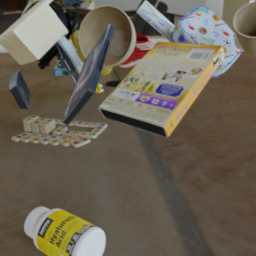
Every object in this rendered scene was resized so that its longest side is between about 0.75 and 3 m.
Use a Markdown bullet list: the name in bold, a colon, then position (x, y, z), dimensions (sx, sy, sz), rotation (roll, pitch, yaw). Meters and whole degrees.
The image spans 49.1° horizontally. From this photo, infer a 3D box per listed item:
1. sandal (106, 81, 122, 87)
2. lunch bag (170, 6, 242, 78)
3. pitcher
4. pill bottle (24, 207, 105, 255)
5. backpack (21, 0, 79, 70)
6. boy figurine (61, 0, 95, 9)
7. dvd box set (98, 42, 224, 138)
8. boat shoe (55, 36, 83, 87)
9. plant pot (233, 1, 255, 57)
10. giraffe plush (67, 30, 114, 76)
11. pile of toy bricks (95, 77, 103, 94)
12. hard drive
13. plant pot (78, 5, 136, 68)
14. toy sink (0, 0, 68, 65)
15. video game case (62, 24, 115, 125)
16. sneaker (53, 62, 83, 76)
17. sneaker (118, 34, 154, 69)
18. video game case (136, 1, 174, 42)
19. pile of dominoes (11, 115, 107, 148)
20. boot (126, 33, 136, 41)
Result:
- **sandal**: position (-0.100, -2.684, 16.408), dimensions (2.641, 0.595, 0.992), rotation (8, 22, 21)
- **lunch bag**: position (2.700, -3.019, 9.802), dimensions (2.444, 0.923, 1.958), rotation (44, 62, 5)
- **pitcher**: position (3.646, -2.769, 7.874), dimensions (1.065, 1.241, 0.752), rotation (26, 44, 13)
- **pill bottle**: position (-1.078, 1.770, 4.594), dimensions (1.297, 0.722, 0.722), rotation (12, 24, 32)
- **backpack**: position (-2.675, -3.279, 9.246), dimensions (1.574, 2.075, 2.487), rotation (35, 15, -15)
- **boy figurine**: position (-1.034, -3.552, 7.188), dimensions (1.111, 0.576, 1.787), rotation (-22, 14, -41)
- **dvd box set**: position (0.645, -0.876, 5.416), dimensions (1.585, 0.319, 2.167), rotation (18, 59, 38)
- **boat shoe**: position (-1.809, -1.975, 8.341), dimensions (0.696, 1.962, 0.707), rotation (-30, 35, 1)
- **plant pot**: position (3.258, -2.343, 7.055), dimensions (1.101, 1.101, 1.175), rotation (12, -17, 28)
- **giraffe plush**: position (-1.143, -3.897, 12.189), dimensions (2.309, 2.848, 2.457), rotation (-23, 36, 36)
- **pile of toy bricks**: position (-1.427, -1.807, 10.263), dimensions (0.684, 1.232, 0.608), rotation (-7, 8, 45)
- **hard drive**: position (-3.363, -1.177, 8.716), dimensions (0.290, 0.925, 1.372), rotation (-20, 33, -5)
- **plant pot**: position (-0.553, -3.135, 10.034), dimensions (2.024, 2.024, 1.358), rotation (8, 9, 20)
- **toy sink**: position (-2.243, -2.441, 7.028), dimensions (1.049, 0.902, 1.609), rotation (2, 51, 46)
- **video game case**: position (-0.989, -1.343, 7.037), dimensions (0.216, 1.623, 2.272), rotation (25, 53, -21)
- **sneaker**: position (-2.331, -2.308, 11.384), dimensions (1.413, 0.554, 0.635), rotation (-11, 57, -19)
- **sneaker**: position (0.190, -3.603, 12.772), dimensions (2.369, 1.368, 0.928), rotation (-8, 49, 38)
- **video game case**: position (1.205, -4.297, 11.230), dimensions (1.776, 0.214, 1.949), rotation (37, 33, -12)
- **pile of dominoes**: position (-2.332, -0.023, 9.684), dimensions (2.724, 0.434, 2.123), rotation (5, 21, 13)
- **boot**: position (-0.177, -4.632, 13.066), dimensions (0.720, 0.702, 1.907), rotation (2, 52, -45)
